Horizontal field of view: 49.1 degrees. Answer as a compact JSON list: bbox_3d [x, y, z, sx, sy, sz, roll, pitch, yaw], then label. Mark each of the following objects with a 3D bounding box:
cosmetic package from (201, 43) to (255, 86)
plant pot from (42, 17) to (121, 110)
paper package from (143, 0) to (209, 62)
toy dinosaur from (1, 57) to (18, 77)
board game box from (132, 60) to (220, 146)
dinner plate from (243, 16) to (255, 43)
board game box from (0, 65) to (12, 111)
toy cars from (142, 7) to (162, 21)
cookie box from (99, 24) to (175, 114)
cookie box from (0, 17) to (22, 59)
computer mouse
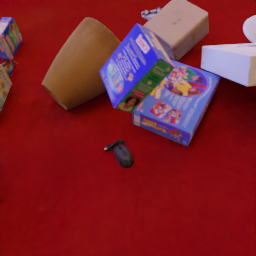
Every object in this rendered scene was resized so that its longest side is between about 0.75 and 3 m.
[{"bbox_3d":[3.483,-1.771,7.383,2.196,0.752,2.912,-6,21,-5],"label":"cosmetic package"},{"bbox_3d":[-1.237,-1.526,7.534,1.908,1.908,2.048,39,77,26],"label":"plant pot"},{"bbox_3d":[1.558,-3.214,9.048,1.583,0.819,1.509,-42,60,-3],"label":"paper package"},{"bbox_3d":[-3.685,-1.591,8.433,0.565,1.076,0.977,23,89,0],"label":"toy dinosaur"},{"bbox_3d":[1.350,-0.785,7.626,1.569,0.523,2.334,24,56,17],"label":"board game box"},{"bbox_3d":[5.368,-3.459,9.895,2.470,0.299,2.470,0,50,0],"label":"dinner plate"},{"bbox_3d":[-3.831,-0.879,7.444,0.783,0.797,1.520,3,58,3],"label":"board game box"},{"bbox_3d":[1.542,-3.780,9.850,2.174,0.975,0.481,7,92,-1],"label":"toy cars"},{"bbox_3d":[0.102,-0.976,4.696,0.421,1.120,0.958,14,42,-42],"label":"cookie box"},{"bbox_3d":[-3.900,-2.898,9.051,0.395,0.900,1.052,2,52,6],"label":"cookie box"},{"bbox_3d":[-0.165,0.599,6.747,0.563,0.214,0.812,-26,56,-20],"label":"computer mouse"}]
